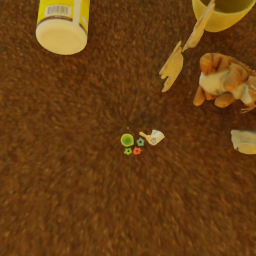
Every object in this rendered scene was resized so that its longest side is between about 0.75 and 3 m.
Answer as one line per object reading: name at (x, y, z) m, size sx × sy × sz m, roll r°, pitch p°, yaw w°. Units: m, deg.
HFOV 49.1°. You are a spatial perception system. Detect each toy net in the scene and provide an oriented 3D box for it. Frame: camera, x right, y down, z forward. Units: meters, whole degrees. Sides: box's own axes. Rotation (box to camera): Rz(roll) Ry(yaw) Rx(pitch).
toy net at (0.440, 0.423, 8.247) m, size 1.244 × 0.240 × 0.653 m, roll -10°, pitch 91°, yaw 10°

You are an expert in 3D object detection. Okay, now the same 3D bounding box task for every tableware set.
tableware set at (1.591, -2.196, 7.976) m, size 0.326 × 2.810 × 2.348 m, roll 32°, pitch 93°, yaw 6°

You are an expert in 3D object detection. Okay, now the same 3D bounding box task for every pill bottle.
pill bottle at (-2.107, -4.067, 9.346) m, size 1.588 × 1.588 × 2.907 m, roll 0°, pitch 70°, yaw 0°

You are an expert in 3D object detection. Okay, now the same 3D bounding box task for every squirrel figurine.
squirrel figurine at (3.234, -1.349, 8.131) m, size 2.015 × 1.528 × 2.159 m, roll 20°, pitch 36°, yaw 26°

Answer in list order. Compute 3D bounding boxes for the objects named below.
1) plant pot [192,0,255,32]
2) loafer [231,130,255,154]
plant pot at (3.038, -4.112, 9.449) m, size 2.016 × 1.431 × 2.016 m, roll 0°, pitch 70°, yaw -1°
loafer at (3.425, 0.391, 7.663) m, size 0.741 × 1.958 × 0.669 m, roll -3°, pitch 92°, yaw 2°
